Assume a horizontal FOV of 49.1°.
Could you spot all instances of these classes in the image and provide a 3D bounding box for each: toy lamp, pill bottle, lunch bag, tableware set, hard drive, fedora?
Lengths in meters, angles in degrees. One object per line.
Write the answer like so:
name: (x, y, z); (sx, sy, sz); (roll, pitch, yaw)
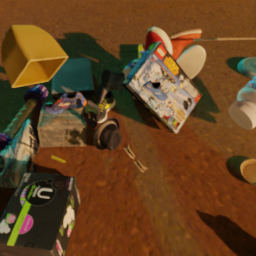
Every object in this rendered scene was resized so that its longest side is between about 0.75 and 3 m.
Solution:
toy lamp: (-3.749, -0.472, 10.030); (0.869, 0.869, 2.984); (10, 48, 11)
pill bottle: (4.669, -1.130, 9.525); (2.509, 1.365, 1.365); (-41, 54, -8)
lunch bag: (-2.178, -0.298, 9.627); (1.530, 1.097, 1.866); (0, 40, -7)
tableware set: (0.207, 0.815, 7.382); (0.162, 0.534, 0.808); (-39, 77, 1)
hard drive: (-2.372, -2.134, 11.960); (1.688, 0.398, 2.419); (-6, 47, -7)
fedora: (-0.538, 0.294, 8.793); (1.182, 1.182, 0.540); (-32, 51, -29)
hard drive: (-1.123, -0.414, 8.580); (0.534, 0.764, 0.145); (37, 46, 16)
pill bottle: (0.222, -2.593, 12.336); (0.586, 0.586, 1.057); (19, 45, 18)

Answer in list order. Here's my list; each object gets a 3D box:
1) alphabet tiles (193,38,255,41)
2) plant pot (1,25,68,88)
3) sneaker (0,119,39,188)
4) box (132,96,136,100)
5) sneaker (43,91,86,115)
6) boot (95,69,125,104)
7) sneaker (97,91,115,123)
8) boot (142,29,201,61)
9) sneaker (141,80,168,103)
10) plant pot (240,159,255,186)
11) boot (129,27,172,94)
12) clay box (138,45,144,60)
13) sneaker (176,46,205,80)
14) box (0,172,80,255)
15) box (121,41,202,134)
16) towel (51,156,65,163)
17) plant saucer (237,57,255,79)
alphabet tiles: (3.385, -3.002, 9.503); (2.105, 0.067, 1.751); (-2, 17, -4)
plant pot: (-2.634, -1.990, 7.439); (1.224, 1.232, 1.260); (-25, 81, -50)
sneaker: (-3.460, 0.708, 8.675); (1.111, 0.999, 2.573); (-8, 44, -3)
box: (0.740, -1.408, 11.244); (1.044, 0.411, 0.736); (12, 43, 9)
sneaker: (-2.040, -0.829, 8.874); (1.361, 0.534, 0.513); (-16, 33, -4)
boot: (-0.583, -1.347, 9.629); (0.825, 1.253, 0.437); (9, 22, -35)
sneaker: (-0.986, -0.826, 10.468); (0.589, 0.669, 1.582); (14, 46, 15)
boot: (1.880, -3.168, 11.318); (2.374, 1.273, 0.891); (-18, 12, 11)
sneaker: (0.769, -0.961, 7.308); (0.883, 0.394, 0.347); (25, 42, -38)
plant pot: (3.954, 1.401, 8.545); (1.049, 0.144, 1.049); (0, 43, 0)
boot: (0.673, -2.082, 9.892); (0.922, 2.545, 1.836); (33, 68, 25)
clay box: (0.961, -3.581, 13.517); (0.954, 0.395, 1.660); (0, 45, -1)
sneaker: (1.914, -2.014, 10.253); (0.896, 2.390, 1.010); (28, 32, -10)
box: (-2.137, 2.250, 6.901); (1.436, 1.202, 1.934); (5, 43, 5)
box: (1.189, -1.257, 9.191); (1.757, 2.567, 0.512); (-54, 31, -12)
towel: (-1.954, 0.880, 7.773); (0.403, 0.935, 0.084); (27, 78, -12)
plant saucer: (5.959, -2.749, 12.774); (1.831, 0.251, 1.831); (0, 45, 0)
